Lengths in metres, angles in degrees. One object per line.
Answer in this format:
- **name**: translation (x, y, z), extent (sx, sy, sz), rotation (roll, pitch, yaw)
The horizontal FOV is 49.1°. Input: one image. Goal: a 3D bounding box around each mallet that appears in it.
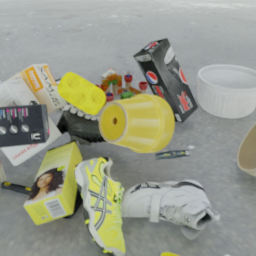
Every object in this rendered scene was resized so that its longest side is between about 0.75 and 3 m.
- **mallet**: translation (-2.384, 1.759, 7.825), extent (2.564, 0.528, 0.845), rotation (13, 35, 25)

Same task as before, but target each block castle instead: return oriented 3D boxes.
- **block castle**: translation (-0.402, -1.727, 12.565), extent (2.310, 1.084, 1.544), rotation (-23, 39, -31)

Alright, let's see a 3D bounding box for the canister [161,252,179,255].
- **canister**: translation (0.912, 3.245, 5.366), extent (1.018, 0.593, 1.371), rotation (12, 36, 18)

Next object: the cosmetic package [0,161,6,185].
- **cosmetic package**: translation (-4.632, 1.732, 7.101), extent (1.448, 1.222, 2.802), rotation (7, 34, 11)

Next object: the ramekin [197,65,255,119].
- **ramekin**: translation (4.261, -1.555, 11.975), extent (2.746, 1.441, 2.746), rotation (0, 32, 0)

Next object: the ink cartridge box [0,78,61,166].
- **ink cartridge box**: translation (-3.075, -0.154, 7.823), extent (1.431, 1.972, 0.826), rotation (-31, 8, 19)

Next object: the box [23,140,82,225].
- **box**: translation (-1.880, 1.316, 7.552), extent (1.017, 0.677, 2.702), rotation (-20, 23, 4)

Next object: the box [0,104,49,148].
- **box**: translation (-2.742, -0.050, 6.446), extent (1.697, 0.900, 1.037), rotation (-6, 7, -10)

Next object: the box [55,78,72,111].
- **box**: translation (-3.050, -1.584, 12.849), extent (2.079, 0.517, 1.640), rotation (25, 40, 34)

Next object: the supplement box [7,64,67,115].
- **supplement box**: translation (-3.221, -0.825, 8.594), extent (2.254, 1.421, 0.829), rotation (-25, 5, 20)

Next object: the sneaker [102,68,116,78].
- **sneaker**: translation (-1.045, -2.992, 15.124), extent (0.896, 0.419, 0.315), rotation (-19, 38, -27)

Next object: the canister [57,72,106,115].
- **canister**: translation (-1.319, -0.984, 8.424), extent (1.333, 0.777, 1.794), rotation (32, 1, -5)

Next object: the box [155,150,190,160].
- **box**: translation (1.224, 0.750, 7.749), extent (0.775, 0.198, 0.611), rotation (3, -15, -41)

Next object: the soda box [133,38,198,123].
- **soda box**: translation (1.449, -1.685, 10.385), extent (1.059, 2.993, 0.948), rotation (-42, 27, -24)

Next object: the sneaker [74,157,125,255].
- **sneaker**: translation (-0.522, 1.739, 6.508), extent (0.927, 0.915, 2.426), rotation (-27, 64, 6)

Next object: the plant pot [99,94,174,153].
- **plant pot**: translation (0.137, -0.130, 7.375), extent (1.527, 1.623, 1.623), rotation (3, 22, -47)

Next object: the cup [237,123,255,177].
- **cup**: translation (4.584, 0.719, 8.103), extent (1.629, 2.278, 2.278), rotation (34, 37, -3)

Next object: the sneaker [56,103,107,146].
- **sneaker**: translation (-1.230, 0.170, 9.016), extent (2.687, 0.893, 1.216), rotation (22, 69, 22)

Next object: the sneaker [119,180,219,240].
- **sneaker**: translation (0.985, 1.977, 6.815), extent (2.377, 0.893, 1.366), rotation (-6, 21, -14)
